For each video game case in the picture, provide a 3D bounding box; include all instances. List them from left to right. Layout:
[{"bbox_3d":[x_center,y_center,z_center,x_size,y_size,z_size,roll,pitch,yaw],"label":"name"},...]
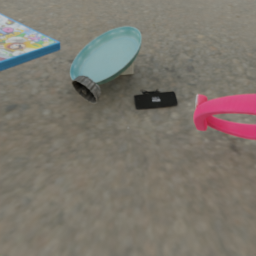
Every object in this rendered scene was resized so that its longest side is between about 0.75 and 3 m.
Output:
[{"bbox_3d":[-3.226,-2.174,6.794,2.607,0.232,1.866,30,45,25],"label":"video game case"}]

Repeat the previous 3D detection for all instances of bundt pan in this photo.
[{"bbox_3d":[-1.139,-1.124,7.949,0.935,0.935,0.351,27,67,29],"label":"bundt pan"}]

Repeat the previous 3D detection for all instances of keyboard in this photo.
[{"bbox_3d":[0.908,-0.951,9.413,1.425,0.282,0.742,-5,67,-4],"label":"keyboard"}]

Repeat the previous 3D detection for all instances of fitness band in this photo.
[{"bbox_3d":[2.496,-0.177,6.245,1.984,2.762,0.517,9,81,19],"label":"fitness band"}]

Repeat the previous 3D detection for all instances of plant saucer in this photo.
[{"bbox_3d":[-0.740,-2.409,9.604,2.786,0.382,2.786,-18,46,20],"label":"plant saucer"}]

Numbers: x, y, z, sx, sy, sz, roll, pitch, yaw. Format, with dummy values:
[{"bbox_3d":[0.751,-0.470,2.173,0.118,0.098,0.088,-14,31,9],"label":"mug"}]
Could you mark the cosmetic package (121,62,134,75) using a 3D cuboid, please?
[{"bbox_3d":[-0.310,-2.599,10.961,0.954,0.799,0.794,-7,41,-7],"label":"cosmetic package"}]
